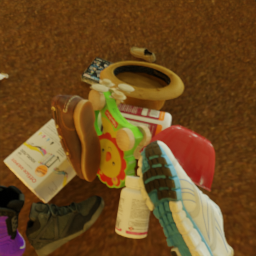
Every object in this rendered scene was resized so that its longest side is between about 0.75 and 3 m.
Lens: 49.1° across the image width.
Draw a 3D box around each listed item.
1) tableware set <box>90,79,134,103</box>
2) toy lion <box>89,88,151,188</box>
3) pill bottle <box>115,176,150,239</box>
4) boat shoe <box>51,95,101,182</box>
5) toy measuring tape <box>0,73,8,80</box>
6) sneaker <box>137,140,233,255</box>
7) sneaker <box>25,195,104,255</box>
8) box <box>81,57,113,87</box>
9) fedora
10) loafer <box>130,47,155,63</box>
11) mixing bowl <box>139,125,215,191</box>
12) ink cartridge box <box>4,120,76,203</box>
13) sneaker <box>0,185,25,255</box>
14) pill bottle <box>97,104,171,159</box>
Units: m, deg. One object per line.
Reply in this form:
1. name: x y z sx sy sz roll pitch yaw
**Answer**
1. tableware set: -0.389 -0.993 7.176 0.938 0.130 1.123 22 30 8
2. toy lion: -0.489 0.380 7.317 0.751 2.097 2.188 -11 55 -41
3. pill bottle: 0.158 1.780 6.409 0.721 0.721 1.272 9 84 5
4. boat shoe: -1.214 0.277 6.726 0.871 2.477 0.872 12 39 18
5. toy measuring tape: -5.089 -1.221 10.098 0.799 0.799 2.173 16 38 9
6. sneaker: 1.238 1.622 5.913 1.298 1.123 2.996 -18 81 -36
7. sneaker: -1.653 2.184 7.039 2.075 1.188 0.793 -31 22 -7
8. box: -0.879 -1.997 10.620 1.431 0.329 1.138 24 62 14
9. fedora: 0.412 -1.288 9.472 2.828 1.153 2.828 5 35 -3
10. loafer: 0.597 -3.007 11.204 1.116 0.376 0.424 24 62 14
11. mixing bowl: 1.385 0.621 7.034 1.989 1.989 1.077 28 87 16
12. ink cartridge box: -2.330 0.987 8.232 1.326 1.303 1.801 36 66 20
13. sneaker: -2.888 2.084 6.393 1.403 2.822 0.981 -32 44 -9
14. pill bottle: -0.223 0.049 8.656 2.875 1.575 1.575 12 60 7
